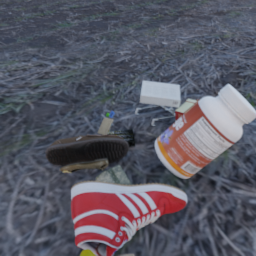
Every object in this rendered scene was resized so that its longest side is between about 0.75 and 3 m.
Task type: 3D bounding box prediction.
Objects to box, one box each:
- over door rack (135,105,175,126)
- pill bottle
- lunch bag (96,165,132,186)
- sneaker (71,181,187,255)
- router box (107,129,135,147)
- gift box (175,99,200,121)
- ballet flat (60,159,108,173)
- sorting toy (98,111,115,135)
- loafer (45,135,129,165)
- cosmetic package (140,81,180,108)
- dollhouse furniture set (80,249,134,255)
[{"bbox_3d":[1.235,-0.730,11.318,1.536,0.512,1.135,-21,40,-30],"label":"over door rack"},{"bbox_3d":[2.168,0.104,7.952,1.514,2.700,1.514,36,25,-20],"label":"pill bottle"},{"bbox_3d":[-0.398,1.648,7.879,0.830,0.690,0.990,-22,45,-15],"label":"lunch bag"},{"bbox_3d":[0.144,2.210,6.591,2.978,1.061,1.675,6,47,-16],"label":"sneaker"},{"bbox_3d":[-0.291,0.378,10.010,1.017,0.260,0.758,-2,36,-3],"label":"router box"},{"bbox_3d":[2.524,-0.311,10.281,1.228,1.133,1.146,22,44,34],"label":"gift box"},{"bbox_3d":[-1.232,1.120,7.861,1.408,0.326,0.474,-10,-6,5],"label":"ballet flat"},{"bbox_3d":[-0.790,-0.028,10.109,0.165,1.210,0.681,28,-8,-33],"label":"sorting toy"},{"bbox_3d":[-1.311,0.553,9.141,2.646,0.966,0.939,-2,32,-3],"label":"loafer"},{"bbox_3d":[1.203,-1.277,10.462,1.442,0.373,1.087,8,41,3],"label":"cosmetic package"},{"bbox_3d":[0.173,2.590,5.108,2.240,2.373,1.549,-9,38,-12],"label":"dollhouse furniture set"}]
